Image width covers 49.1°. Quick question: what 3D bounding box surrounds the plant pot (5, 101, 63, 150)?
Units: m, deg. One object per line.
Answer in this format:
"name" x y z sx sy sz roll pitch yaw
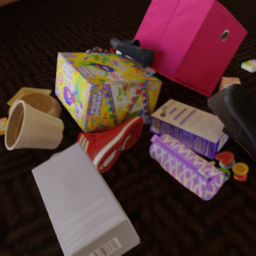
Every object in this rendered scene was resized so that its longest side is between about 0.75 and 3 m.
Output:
"plant pot" -2.780 0.059 8.507 1.349 1.474 1.474 16 24 -38

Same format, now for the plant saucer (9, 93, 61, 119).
"plant saucer" -3.423 -0.739 10.264 1.850 0.327 1.850 4 47 -4

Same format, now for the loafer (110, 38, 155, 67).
"loafer" 0.176 -2.966 10.445 2.066 0.725 0.702 37 22 30

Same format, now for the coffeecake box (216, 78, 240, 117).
"coffeecake box" 3.514 -0.777 9.769 0.627 1.318 1.717 6 38 8

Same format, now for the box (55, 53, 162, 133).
"box" -0.808 -1.403 9.850 2.632 1.667 2.732 -8 37 -32

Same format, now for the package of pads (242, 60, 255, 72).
"package of pads" 6.022 -2.983 13.518 0.833 0.284 0.643 -20 40 -22

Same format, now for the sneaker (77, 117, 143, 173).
"sneaker" -0.662 0.201 8.810 1.445 0.980 2.502 23 42 25

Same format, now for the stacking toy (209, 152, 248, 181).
"stacking toy" 2.808 1.224 8.049 0.933 0.435 1.031 -25 34 -3

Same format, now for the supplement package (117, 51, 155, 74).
"supplement package" 0.372 -3.018 12.876 1.452 1.102 1.094 -22 42 -26

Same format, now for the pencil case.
"pencil case" 1.566 1.032 7.690 2.210 0.945 0.928 35 89 39

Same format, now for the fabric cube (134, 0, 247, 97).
"fabric cube" 2.256 -3.298 10.983 2.817 2.862 2.871 12 21 -47

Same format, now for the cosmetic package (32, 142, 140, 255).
"cosmetic package" -1.061 1.718 6.452 1.426 1.204 2.669 -30 42 -10

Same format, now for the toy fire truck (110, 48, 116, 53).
"toy fire truck" -0.299 -4.226 14.910 1.031 0.688 1.227 -5 35 -38

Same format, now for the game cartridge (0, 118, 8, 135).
"game cartridge" -4.596 0.010 9.714 0.904 0.147 0.797 -19 41 -25

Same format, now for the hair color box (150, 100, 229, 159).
"hair color box" 2.038 -0.029 9.262 2.339 0.758 1.279 27 46 29

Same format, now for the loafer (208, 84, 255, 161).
"loafer" 3.317 -0.077 8.036 1.059 2.969 1.084 -1 45 55

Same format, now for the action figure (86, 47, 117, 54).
"action figure" -1.161 -3.501 13.844 2.312 0.802 1.505 12 46 21

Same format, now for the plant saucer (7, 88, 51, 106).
"plant saucer" -3.836 -1.100 11.035 1.267 0.307 1.267 6 39 8
